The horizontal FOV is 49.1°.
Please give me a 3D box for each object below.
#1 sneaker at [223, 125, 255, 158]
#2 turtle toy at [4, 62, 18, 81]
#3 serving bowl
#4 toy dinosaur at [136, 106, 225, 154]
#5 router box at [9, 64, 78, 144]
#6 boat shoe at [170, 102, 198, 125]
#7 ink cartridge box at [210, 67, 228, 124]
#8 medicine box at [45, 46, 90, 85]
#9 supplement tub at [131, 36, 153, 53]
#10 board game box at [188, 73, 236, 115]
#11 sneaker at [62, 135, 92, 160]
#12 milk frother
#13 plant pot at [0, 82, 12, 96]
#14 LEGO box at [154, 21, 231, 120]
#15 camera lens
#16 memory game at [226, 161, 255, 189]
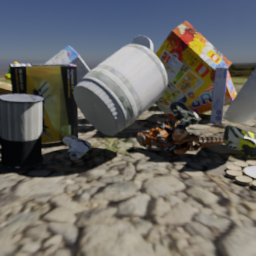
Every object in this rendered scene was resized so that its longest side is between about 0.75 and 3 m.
[{"bbox_3d":[3.242,0.392,7.708,0.693,0.610,1.639,3,21,-15],"label":"sneaker"},{"bbox_3d":[-4.412,-2.089,11.443,1.116,0.813,0.564,32,-6,3],"label":"turtle toy"},{"bbox_3d":[3.448,-0.976,7.273,0.754,2.294,2.294,38,27,17],"label":"serving bowl"},{"bbox_3d":[1.387,0.312,7.615,2.216,1.132,1.504,23,35,15],"label":"toy dinosaur"},{"bbox_3d":[-2.298,-0.666,7.821,1.707,2.171,0.567,-7,20,-24],"label":"router box"},{"bbox_3d":[1.841,-0.531,9.853,0.475,0.551,1.516,-7,30,-25],"label":"boat shoe"},{"bbox_3d":[2.325,-0.802,7.169,0.304,1.375,0.646,6,1,19],"label":"ink cartridge box"},{"bbox_3d":[-2.320,-1.919,9.861,1.649,0.849,1.502,-38,37,-2],"label":"medicine box"},{"bbox_3d":[0.502,-2.826,10.222,0.821,0.821,1.134,1,-2,6],"label":"supplement tub"},{"bbox_3d":[3.433,-1.812,12.220,1.846,1.845,1.845,-19,9,29],"label":"board game box"},{"bbox_3d":[-1.368,0.478,6.859,0.880,0.331,0.506,13,43,29],"label":"sneaker"},{"bbox_3d":[-2.808,0.093,6.200,1.483,1.546,1.643,9,15,20],"label":"milk frother"},{"bbox_3d":[-3.473,-1.046,8.394,1.598,0.220,1.598,13,-9,2],"label":"plant pot"},{"bbox_3d":[1.905,-2.015,10.505,1.147,2.213,2.972,-43,-4,-38],"label":"LEGO box"},{"bbox_3d":[-0.133,-0.984,7.010,1.614,1.614,2.018,15,49,47],"label":"camera lens"},{"bbox_3d":[2.889,0.999,5.946,1.588,0.101,1.588,-1,13,0],"label":"memory game"}]
